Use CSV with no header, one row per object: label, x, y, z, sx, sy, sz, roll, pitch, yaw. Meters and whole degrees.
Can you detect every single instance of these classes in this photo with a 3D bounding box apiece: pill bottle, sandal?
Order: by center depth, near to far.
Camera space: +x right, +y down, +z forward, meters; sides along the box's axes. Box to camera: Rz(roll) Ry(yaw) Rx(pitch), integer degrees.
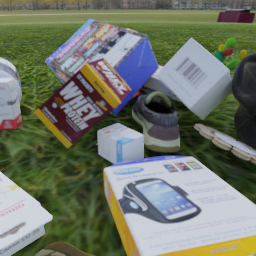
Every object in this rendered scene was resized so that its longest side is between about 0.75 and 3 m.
sandal,-0.514,1.779,3.149,1.640,0.443,0.659,3,18,43
pill bottle,-4.190,-1.448,8.904,1.430,1.430,2.692,-9,25,-19

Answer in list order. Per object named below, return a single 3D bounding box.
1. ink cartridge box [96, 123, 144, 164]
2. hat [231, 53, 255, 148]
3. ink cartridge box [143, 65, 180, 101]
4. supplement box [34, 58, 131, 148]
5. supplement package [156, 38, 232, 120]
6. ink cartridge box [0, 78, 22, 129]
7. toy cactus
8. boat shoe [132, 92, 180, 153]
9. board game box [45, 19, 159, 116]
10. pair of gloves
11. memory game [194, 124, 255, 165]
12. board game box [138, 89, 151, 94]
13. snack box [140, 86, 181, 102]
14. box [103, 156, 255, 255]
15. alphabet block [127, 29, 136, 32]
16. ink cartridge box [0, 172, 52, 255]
ink cartridge box,-0.209,0.341,5.984,0.608,0.592,0.946,-21,33,-38
hat,3.083,-1.018,6.389,1.176,2.916,2.916,29,22,-12
ink cartridge box,1.510,-1.650,9.249,2.069,0.451,1.796,26,41,21
supplement box,-0.930,-0.625,6.288,1.550,1.029,1.529,-38,9,19
supplement package,1.756,-1.115,7.070,1.188,1.192,2.033,48,13,20
ink cartridge box,-3.387,-0.635,7.303,0.912,1.263,0.529,-1,25,-2
toy cactus,2.675,-1.648,8.630,1.765,2.139,1.094,-15,58,-20
boat shoe,0.737,-0.414,7.002,1.065,0.980,2.981,7,22,-7
board game box,-0.806,-1.919,8.469,2.617,1.267,2.086,32,74,39
pair of gloves,-0.974,-1.268,9.759,2.596,0.360,2.914,-18,30,-34
memory game,2.141,0.357,5.674,1.773,0.113,1.773,24,13,-6
board game box,0.373,-1.625,10.567,1.431,0.336,1.080,5,25,11
snack box,1.197,-1.440,9.584,2.558,0.311,0.919,20,40,17
box,0.660,1.123,4.018,1.690,0.589,2.840,-5,14,-13
alphabet block,-0.572,-3.199,12.103,1.910,1.921,1.956,-5,25,-14
ink cartridge box,-1.914,1.295,3.922,1.753,0.592,1.021,19,31,39
